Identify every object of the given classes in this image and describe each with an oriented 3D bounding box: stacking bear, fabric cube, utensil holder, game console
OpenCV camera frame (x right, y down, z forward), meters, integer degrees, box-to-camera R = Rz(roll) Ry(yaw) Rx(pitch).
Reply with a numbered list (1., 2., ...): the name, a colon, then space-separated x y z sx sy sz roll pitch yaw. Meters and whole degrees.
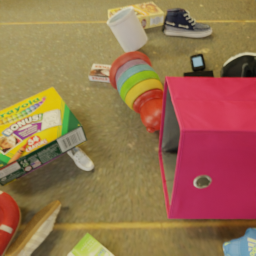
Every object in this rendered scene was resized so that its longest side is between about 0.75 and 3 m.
1. stacking bear: 0.540 -1.100 9.333 1.650 1.546 2.718 -30 63 4
2. fabric cube: 2.244 0.438 6.881 2.659 2.617 2.667 2 34 -1
3. utensil holder: 0.006 -4.069 11.691 1.224 1.440 1.224 -24 35 18
4. game console: 2.730 -2.337 11.125 1.125 0.230 1.907 -3 48 8

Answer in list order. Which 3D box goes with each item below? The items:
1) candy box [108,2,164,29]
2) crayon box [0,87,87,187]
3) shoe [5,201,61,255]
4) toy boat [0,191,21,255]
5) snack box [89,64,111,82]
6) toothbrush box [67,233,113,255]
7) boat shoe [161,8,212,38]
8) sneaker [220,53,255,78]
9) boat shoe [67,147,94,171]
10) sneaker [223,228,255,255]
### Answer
1. candy box: 0.362 -5.342 13.551 2.383 0.659 1.376 -16 49 -15
2. crayon box: -2.959 0.123 8.441 2.665 0.777 2.299 -29 50 -17
3. shoe: -2.220 2.528 6.857 0.599 0.457 1.713 -13 28 47
4. toy boat: -3.413 2.327 6.382 1.312 1.314 2.010 14 51 9
5. snack box: -0.392 -2.084 10.966 2.175 0.264 0.782 7 49 6
6. toothbrush box: -0.806 3.029 6.391 0.964 0.415 0.702 33 57 24
7. boat shoe: 2.731 -4.822 12.779 2.323 1.077 0.867 1 44 0
8. sneaker: 4.873 -2.143 10.271 2.864 1.085 1.254 -12 32 -10
9. boat shoe: -1.462 0.843 8.323 1.110 0.385 0.393 35 58 27
10. sneaker: 3.418 2.828 6.146 2.782 1.054 1.461 -5 49 -3
